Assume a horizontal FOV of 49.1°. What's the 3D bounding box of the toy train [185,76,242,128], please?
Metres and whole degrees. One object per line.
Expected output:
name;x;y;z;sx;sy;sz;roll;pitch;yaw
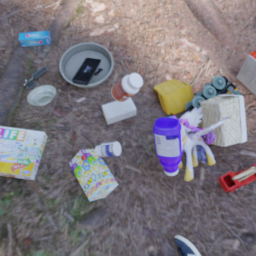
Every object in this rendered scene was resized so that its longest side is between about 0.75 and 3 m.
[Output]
toy train;3.556;-1.053;11.767;1.467;1.097;2.574;46;73;3

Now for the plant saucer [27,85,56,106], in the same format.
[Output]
plant saucer;-3.262;-1.155;10.729;1.143;1.143;0.287;-27;70;-13

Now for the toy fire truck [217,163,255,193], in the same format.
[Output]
toy fire truck;4.127;1.743;10.043;2.163;1.525;0.527;-23;65;-11

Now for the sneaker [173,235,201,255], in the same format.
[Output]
sneaker;2.016;4.440;9.053;0.809;0.717;1.914;-33;67;-21

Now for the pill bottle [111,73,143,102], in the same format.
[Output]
pill bottle;-0.035;-1.477;10.245;0.727;1.297;0.727;10;70;-28

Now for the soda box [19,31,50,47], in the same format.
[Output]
soda box;-4.640;-4.430;13.957;1.445;0.464;0.490;-6;62;-4

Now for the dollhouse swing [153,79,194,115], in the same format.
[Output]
dollhouse swing;1.969;-1.397;12.448;1.378;1.211;1.252;-23;107;-12

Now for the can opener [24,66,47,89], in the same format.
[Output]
can opener;-4.264;-2.317;12.951;0.446;0.353;1.341;47;68;-16

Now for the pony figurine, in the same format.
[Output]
pony figurine;2.329;0.360;9.828;2.228;2.308;1.922;-27;20;-24

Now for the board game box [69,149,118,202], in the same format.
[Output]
board game box;-1.284;1.692;10.278;0.859;0.875;1.668;-47;64;24

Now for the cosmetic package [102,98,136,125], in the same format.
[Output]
cosmetic package;-0.393;-0.739;11.936;1.313;0.533;0.741;-20;65;-11

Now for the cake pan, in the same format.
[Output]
cake pan;-1.919;-2.868;13.061;2.495;0.458;2.495;0;64;0

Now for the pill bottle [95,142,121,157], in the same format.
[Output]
pill bottle;-0.667;0.718;9.123;0.780;0.467;0.467;-9;58;28

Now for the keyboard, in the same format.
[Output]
keyboard;-1.730;-2.574;12.768;1.072;0.229;1.786;11;52;13

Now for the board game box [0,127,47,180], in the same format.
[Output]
board game box;-4.866;0.917;11.068;2.822;0.483;1.897;7;62;4

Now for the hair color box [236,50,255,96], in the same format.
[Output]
hair color box;6.189;-1.865;11.932;0.927;1.608;2.900;-30;67;-15

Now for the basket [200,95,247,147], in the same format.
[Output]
basket;3.571;-0.262;10.584;1.118;1.228;1.812;-17;104;-24

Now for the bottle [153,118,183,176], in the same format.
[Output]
bottle;1.321;0.662;9.018;0.869;2.081;0.679;2;38;19
